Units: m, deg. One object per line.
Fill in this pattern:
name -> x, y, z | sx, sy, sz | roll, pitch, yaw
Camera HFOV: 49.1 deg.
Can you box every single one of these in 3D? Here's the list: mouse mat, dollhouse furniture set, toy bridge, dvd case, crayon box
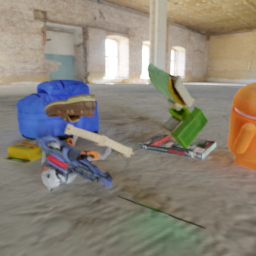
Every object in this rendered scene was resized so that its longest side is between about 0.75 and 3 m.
mouse mat -> 0.588, 1.517, 5.063 | 1.376, 0.052, 1.108 | 6, -19, 44
dollhouse furniture set -> 1.064, -0.580, 7.593 | 1.337, 1.025, 2.041 | 37, -7, 48
toy bridge -> -0.831, 0.410, 8.628 | 2.258, 0.307, 0.759 | 22, -11, -15
dvd case -> 1.798, 0.621, 10.118 | 2.314, 0.255, 1.689 | 6, 14, 30
crayon box -> -3.230, 0.739, 9.203 | 0.931, 0.373, 1.467 | 6, 13, 19

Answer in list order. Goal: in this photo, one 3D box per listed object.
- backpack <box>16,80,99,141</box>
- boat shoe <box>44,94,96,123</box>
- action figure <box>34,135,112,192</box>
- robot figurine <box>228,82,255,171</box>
backpack -> -2.991, -0.699, 11.296 | 2.867, 2.406, 2.330 | -13, 10, -34
boat shoe -> -1.654, -0.454, 7.753 | 1.915, 0.647, 0.689 | -9, -3, 39
action figure -> -1.338, 1.028, 7.386 | 2.248, 1.176, 2.175 | 33, 30, 14
robot figurine -> 3.506, -0.093, 7.491 | 1.867, 2.596, 1.514 | -10, 28, -9
